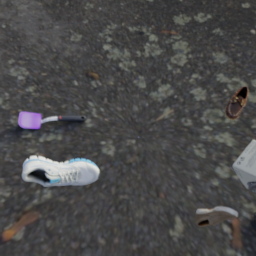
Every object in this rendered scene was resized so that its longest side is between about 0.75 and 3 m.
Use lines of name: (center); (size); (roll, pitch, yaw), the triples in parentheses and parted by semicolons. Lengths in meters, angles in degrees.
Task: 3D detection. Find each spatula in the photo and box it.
spatula: (-2.670, -0.288, 9.957); (2.355, 0.242, 0.666); (-2, 60, -2)

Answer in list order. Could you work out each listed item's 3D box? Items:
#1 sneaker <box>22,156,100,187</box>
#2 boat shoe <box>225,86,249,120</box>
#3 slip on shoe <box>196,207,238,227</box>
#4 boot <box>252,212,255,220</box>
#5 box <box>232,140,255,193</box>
sneaker: (-1.380, 0.993, 5.743); (1.603, 0.601, 0.695); (3, 15, -9)
boat shoe: (2.730, -0.649, 6.998); (0.380, 0.380, 1.081); (27, 53, 10)
slip on shoe: (2.023, 2.096, 6.522); (0.459, 1.208, 0.366); (34, 59, -19)
boot: (3.951, 2.905, 7.954); (1.255, 0.434, 1.092); (-24, 60, -25)
box: (3.475, 1.183, 5.613); (0.859, 1.033, 2.514); (-47, 31, -10)
